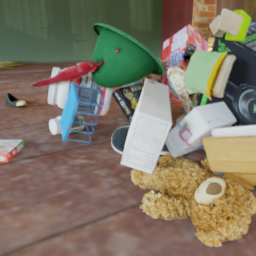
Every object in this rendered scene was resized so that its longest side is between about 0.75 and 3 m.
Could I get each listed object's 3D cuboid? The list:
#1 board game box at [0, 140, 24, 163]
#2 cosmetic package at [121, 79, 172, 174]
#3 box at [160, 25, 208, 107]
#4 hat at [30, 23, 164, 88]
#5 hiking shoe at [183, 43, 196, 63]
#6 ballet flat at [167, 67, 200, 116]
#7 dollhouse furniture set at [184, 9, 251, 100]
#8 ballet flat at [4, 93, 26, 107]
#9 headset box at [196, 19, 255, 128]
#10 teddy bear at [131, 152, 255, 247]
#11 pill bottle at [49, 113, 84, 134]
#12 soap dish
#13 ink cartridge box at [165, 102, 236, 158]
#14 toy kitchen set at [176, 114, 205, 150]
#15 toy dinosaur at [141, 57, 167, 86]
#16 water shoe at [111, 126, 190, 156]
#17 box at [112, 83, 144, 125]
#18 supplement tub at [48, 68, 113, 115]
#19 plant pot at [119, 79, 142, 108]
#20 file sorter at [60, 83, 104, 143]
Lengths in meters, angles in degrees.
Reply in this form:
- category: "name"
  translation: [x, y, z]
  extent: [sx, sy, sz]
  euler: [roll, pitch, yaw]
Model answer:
- category: "board game box"
  translation: [-3.364, 0.592, 7.394]
  extent: [0.824, 0.217, 1.077]
  euler: [0, 17, 2]
- category: "cosmetic package"
  translation: [0.448, -0.193, 6.035]
  extent: [0.666, 1.086, 2.631]
  euler: [20, 23, -2]
- category: "box"
  translation: [2.124, -2.308, 10.468]
  extent: [1.270, 2.661, 1.326]
  euler: [30, -39, -31]
- category: "hat"
  translation: [-0.759, -1.318, 8.238]
  extent: [2.389, 2.539, 2.884]
  euler: [35, -1, -42]
- category: "hiking shoe"
  translation: [1.919, -2.277, 8.895]
  extent: [0.376, 0.499, 0.992]
  euler: [39, 1, 22]
- category: "ballet flat"
  translation: [1.695, -0.666, 6.935]
  extent: [0.808, 2.137, 0.683]
  euler: [-18, -8, -45]
- category: "dollhouse furniture set"
  translation: [1.255, -1.437, 4.499]
  extent: [0.714, 1.851, 0.925]
  euler: [7, 15, -31]
- category: "ballet flat"
  translation: [-5.263, -1.263, 12.907]
  extent: [1.737, 0.493, 0.577]
  euler: [16, 23, 41]
- category: "headset box"
  translation: [2.401, -0.712, 5.215]
  extent: [0.984, 1.846, 2.121]
  euler: [-26, 54, -22]
- category: "teddy bear"
  translation: [1.035, 0.992, 5.082]
  extent: [1.828, 0.842, 2.521]
  euler: [-4, 17, -8]
- category: "pill bottle"
  translation: [-1.980, -0.125, 9.057]
  extent: [1.019, 0.576, 0.576]
  euler: [-14, 22, -41]
- category: "soap dish"
  translation: [2.408, 0.614, 4.770]
  extent: [1.943, 0.789, 1.529]
  euler: [27, -22, -39]
- category: "ink cartridge box"
  translation: [1.369, 0.040, 5.461]
  extent: [0.840, 0.492, 1.162]
  euler: [-12, -23, -35]
- category: "toy kitchen set"
  translation: [2.173, 0.059, 6.862]
  extent: [1.308, 0.962, 1.633]
  euler: [27, -39, -25]
- category: "toy dinosaur"
  translation: [0.864, -2.143, 10.820]
  extent: [1.089, 1.719, 2.537]
  euler: [-28, 40, -5]
- category: "water shoe"
  translation: [0.564, 0.470, 7.269]
  extent: [2.202, 0.787, 0.869]
  euler: [4, -17, 35]
- category: "box"
  translation: [0.325, -0.847, 9.954]
  extent: [0.423, 1.390, 1.724]
  euler: [-32, -4, 33]
- category: "supplement tub"
  translation: [-1.594, -1.238, 9.445]
  extent: [1.975, 1.386, 1.386]
  euler: [9, 15, -13]
- category: "plant pot"
  translation: [0.309, -1.554, 12.374]
  extent: [1.408, 1.379, 1.408]
  euler: [0, 18, 0]
- category: "file sorter"
  translation: [-1.351, -0.402, 8.102]
  extent: [0.864, 1.409, 0.978]
  euler: [8, 35, -26]
